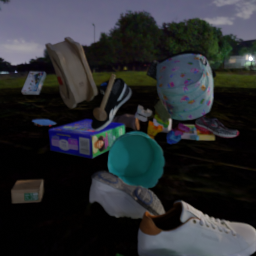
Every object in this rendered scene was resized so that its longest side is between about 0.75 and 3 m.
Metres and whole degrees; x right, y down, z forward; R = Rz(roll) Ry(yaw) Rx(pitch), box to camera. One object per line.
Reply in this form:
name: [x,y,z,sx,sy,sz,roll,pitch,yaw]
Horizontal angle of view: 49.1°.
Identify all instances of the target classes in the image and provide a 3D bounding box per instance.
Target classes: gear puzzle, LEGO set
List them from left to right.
LEGO set: [1.453,0.167,13.523,2.840,1.165,1.083,24,46,-13]
gear puzzle: [1.262,-0.557,10.112,0.197,0.779,1.504,-29,-6,-10]

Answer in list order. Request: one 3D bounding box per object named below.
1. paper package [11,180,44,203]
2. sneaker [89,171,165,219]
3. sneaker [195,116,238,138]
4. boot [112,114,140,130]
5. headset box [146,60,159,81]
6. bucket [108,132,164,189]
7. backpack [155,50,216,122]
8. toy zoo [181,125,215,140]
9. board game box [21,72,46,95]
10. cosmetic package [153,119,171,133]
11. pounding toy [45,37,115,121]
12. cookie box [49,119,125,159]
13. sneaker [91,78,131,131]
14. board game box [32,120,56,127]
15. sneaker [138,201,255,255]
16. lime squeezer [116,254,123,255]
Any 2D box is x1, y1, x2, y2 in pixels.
paper package: [-2.837,1.796,7.944,0.777,0.402,0.740,-1,13,-8]
sneaker: [-0.057,1.855,7.000,2.060,0.897,0.767,25,19,18]
sneaker: [4.405,-0.054,13.967,2.137,0.798,0.861,20,14,24]
boot: [-0.175,-0.284,16.567,1.641,0.788,2.244,-6,14,10]
headset box: [1.474,-2.815,13.955,0.879,0.766,0.408,30,37,10]
bucket: [0.194,0.971,8.730,1.818,1.818,1.183,-1,8,-5]
backpack: [2.044,-1.603,10.528,2.452,1.860,2.938,-19,38,21]
toy zoo: [3.619,0.258,14.931,1.767,0.276,2.693,3,13,10]
board game box: [-2.745,-1.312,8.175,0.491,0.777,0.135,3,-32,11]
cosmetic package: [1.928,-0.177,15.813,0.869,0.728,0.723,6,13,21]
pounding toy: [-1.420,-1.577,8.975,1.549,2.700,1.544,-27,22,-22]
cookie box: [-1.759,0.395,12.643,2.314,1.017,2.706,7,15,28]
sneaker: [-0.884,-0.965,10.293,0.770,2.108,1.179,33,-8,40]
board game box: [-5.123,-0.217,17.087,1.445,0.281,1.142,18,17,39]
sneaker: [1.466,2.011,5.561,2.527,1.070,0.920,-1,11,-10]
lime squeezer: [1.122,2.559,4.821,2.809,0.530,0.992,0,-18,5]
